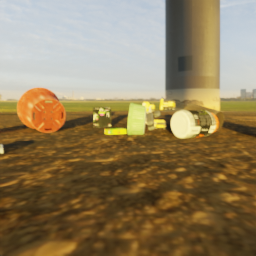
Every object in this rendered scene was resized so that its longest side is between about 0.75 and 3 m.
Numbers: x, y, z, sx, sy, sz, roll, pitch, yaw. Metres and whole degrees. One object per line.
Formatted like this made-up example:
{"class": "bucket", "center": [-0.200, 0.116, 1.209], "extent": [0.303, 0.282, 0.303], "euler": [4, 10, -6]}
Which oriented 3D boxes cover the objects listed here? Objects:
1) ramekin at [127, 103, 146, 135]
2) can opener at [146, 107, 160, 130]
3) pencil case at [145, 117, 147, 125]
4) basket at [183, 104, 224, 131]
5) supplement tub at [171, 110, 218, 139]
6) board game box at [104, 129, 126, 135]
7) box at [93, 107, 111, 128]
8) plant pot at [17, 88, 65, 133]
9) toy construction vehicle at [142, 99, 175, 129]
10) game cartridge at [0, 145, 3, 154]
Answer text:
{"class": "ramekin", "center": [0.388, -0.349, 12.011], "extent": [0.675, 1.381, 1.381], "euler": [5, 5, 5]}
{"class": "can opener", "center": [1.205, -0.526, 13.866], "extent": [0.670, 0.531, 2.016], "euler": [-14, 22, 14]}
{"class": "pencil case", "center": [0.920, -0.447, 17.477], "extent": [1.303, 0.583, 0.507], "euler": [0, 44, -50]}
{"class": "basket", "center": [3.891, -0.520, 14.490], "extent": [1.600, 1.207, 1.774], "euler": [-17, 23, -36]}
{"class": "supplement tub", "center": [2.690, -0.162, 11.216], "extent": [1.808, 1.108, 1.108], "euler": [-3, 6, -35]}
{"class": "board game box", "center": [-0.579, 0.161, 12.602], "extent": [0.891, 0.212, 0.453], "euler": [-2, 5, -23]}
{"class": "box", "center": [-1.506, -0.617, 16.174], "extent": [0.845, 1.138, 0.707], "euler": [-4, 6, -36]}
{"class": "plant pot", "center": [-4.129, -0.772, 13.667], "extent": [2.201, 2.201, 2.140], "euler": [-3, 14, -27]}
{"class": "toy construction vehicle", "center": [1.512, -0.767, 14.834], "extent": [1.799, 1.567, 0.634], "euler": [6, -4, 19]}
{"class": "game cartridge", "center": [-3.813, 0.606, 7.816], "extent": [0.598, 0.182, 0.897], "euler": [-6, 7, -25]}
